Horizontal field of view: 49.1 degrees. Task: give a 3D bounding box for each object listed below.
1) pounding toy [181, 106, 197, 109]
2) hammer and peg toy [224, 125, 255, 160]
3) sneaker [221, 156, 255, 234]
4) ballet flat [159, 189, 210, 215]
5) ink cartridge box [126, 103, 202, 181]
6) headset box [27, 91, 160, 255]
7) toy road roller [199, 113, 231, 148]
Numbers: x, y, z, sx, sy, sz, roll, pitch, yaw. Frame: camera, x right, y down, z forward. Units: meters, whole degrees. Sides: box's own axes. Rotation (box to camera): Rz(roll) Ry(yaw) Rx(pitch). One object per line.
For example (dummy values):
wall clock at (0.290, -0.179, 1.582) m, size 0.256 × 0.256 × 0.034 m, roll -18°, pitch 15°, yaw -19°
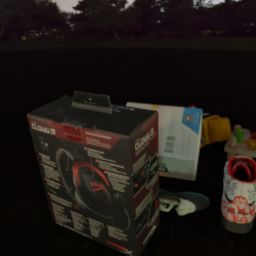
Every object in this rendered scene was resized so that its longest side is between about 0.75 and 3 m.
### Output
pounding toy at (2.525, -0.603, 11.940) m, size 1.330 × 0.800 × 1.724 m, roll -3°, pitch 17°, yaw 14°
hammer and peg toy at (4.261, 0.453, 9.395) m, size 1.677 × 0.804 × 2.280 m, roll 10°, pitch 23°, yaw 26°
sneaker at (2.724, 1.180, 6.681) m, size 0.849 × 1.362 × 2.542 m, roll 8°, pitch 22°, yaw 21°
ballet flat at (1.072, 1.743, 6.455) m, size 1.524 × 0.557 × 0.557 m, roll 7°, pitch 22°, yaw 19°
ink cartridge box at (0.901, 0.383, 7.787) m, size 2.073 × 1.514 × 1.521 m, roll 7°, pitch 63°, yaw 17°
headset box at (-0.585, 0.757, 5.447) m, size 2.201 × 2.961 × 1.111 m, roll 11°, pitch 30°, yaw 28°
toy road roller at (2.656, 0.104, 9.522) m, size 1.739 × 1.069 × 1.270 m, roll -17°, pitch 10°, yaw -36°
